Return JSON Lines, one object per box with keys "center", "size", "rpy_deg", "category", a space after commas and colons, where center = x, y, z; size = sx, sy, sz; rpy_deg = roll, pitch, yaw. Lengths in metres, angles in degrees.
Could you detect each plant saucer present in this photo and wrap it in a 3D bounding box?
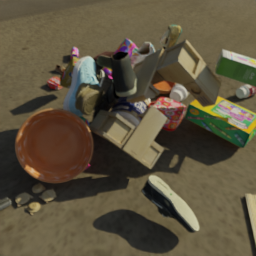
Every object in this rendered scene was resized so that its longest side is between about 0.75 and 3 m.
{"center": [-2.200, 0.531, 8.493], "size": [2.270, 2.270, 0.425], "rpy_deg": [-6, 9, -8], "category": "plant saucer"}
{"center": [1.303, -2.229, 13.476], "size": [2.028, 0.327, 2.028], "rpy_deg": [13, 35, -9], "category": "plant saucer"}

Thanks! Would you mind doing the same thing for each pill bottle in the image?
{"center": [5.524, -1.717, 12.967], "size": [0.996, 0.568, 0.568], "rpy_deg": [-19, 42, -23], "category": "pill bottle"}
{"center": [2.431, -1.694, 12.782], "size": [0.752, 0.752, 1.354], "rpy_deg": [21, 43, 25], "category": "pill bottle"}
{"center": [0.113, -0.658, 10.917], "size": [1.384, 1.384, 2.492], "rpy_deg": [10, 39, 12], "category": "pill bottle"}

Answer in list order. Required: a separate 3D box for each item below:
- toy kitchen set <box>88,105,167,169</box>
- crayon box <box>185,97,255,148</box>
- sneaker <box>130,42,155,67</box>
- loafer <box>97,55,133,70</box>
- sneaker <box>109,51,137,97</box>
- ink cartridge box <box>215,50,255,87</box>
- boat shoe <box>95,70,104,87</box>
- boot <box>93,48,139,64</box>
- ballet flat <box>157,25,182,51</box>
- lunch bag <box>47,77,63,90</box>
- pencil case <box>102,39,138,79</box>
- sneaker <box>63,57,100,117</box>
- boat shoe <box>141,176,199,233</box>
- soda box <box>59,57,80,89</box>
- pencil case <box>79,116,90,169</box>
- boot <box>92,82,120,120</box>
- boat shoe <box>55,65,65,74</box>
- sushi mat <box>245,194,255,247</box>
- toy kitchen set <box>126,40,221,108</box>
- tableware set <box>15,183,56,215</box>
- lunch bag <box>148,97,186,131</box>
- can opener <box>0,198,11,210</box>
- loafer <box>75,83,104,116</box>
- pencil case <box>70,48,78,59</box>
{"center": [0.114, 0.005, 9.139], "size": [1.597, 1.957, 1.766], "rpy_deg": [-56, 23, -7], "category": "toy kitchen set"}
{"center": [3.604, -0.382, 10.601], "size": [2.433, 0.709, 1.445], "rpy_deg": [32, 44, 27], "category": "crayon box"}
{"center": [0.215, -2.778, 12.491], "size": [0.976, 1.030, 2.551], "rpy_deg": [31, 68, 32], "category": "sneaker"}
{"center": [-0.453, -2.387, 10.504], "size": [1.443, 0.546, 0.493], "rpy_deg": [23, 18, 12], "category": "loafer"}
{"center": [-0.161, -1.960, 8.993], "size": [0.840, 1.193, 2.245], "rpy_deg": [-10, 28, -2], "category": "sneaker"}
{"center": [4.038, -1.902, 9.355], "size": [2.126, 0.630, 1.104], "rpy_deg": [21, 32, 7], "category": "ink cartridge box"}
{"center": [-1.345, -2.202, 12.570], "size": [0.366, 0.329, 1.034], "rpy_deg": [-11, 59, 30], "category": "boat shoe"}
{"center": [-0.282, -4.085, 15.654], "size": [2.369, 1.030, 2.847], "rpy_deg": [20, 43, 24], "category": "boot"}
{"center": [1.672, -3.528, 12.382], "size": [0.743, 2.102, 0.743], "rpy_deg": [14, 34, -9], "category": "ballet flat"}
{"center": [-3.568, -2.165, 13.772], "size": [0.817, 0.335, 0.720], "rpy_deg": [24, 49, 29], "category": "lunch bag"}
{"center": [-0.344, -2.845, 11.706], "size": [0.781, 0.781, 1.766], "rpy_deg": [38, 94, 39], "category": "pencil case"}
{"center": [-1.368, -1.509, 9.911], "size": [1.109, 1.001, 2.707], "rpy_deg": [-9, 56, 27], "category": "sneaker"}
{"center": [1.123, 2.130, 7.583], "size": [1.836, 0.621, 0.659], "rpy_deg": [43, 22, 23], "category": "boat shoe"}
{"center": [-2.531, -2.423, 12.425], "size": [0.499, 1.558, 0.528], "rpy_deg": [14, 55, -31], "category": "soda box"}
{"center": [-1.781, 0.469, 9.836], "size": [0.946, 0.946, 2.141], "rpy_deg": [-4, 38, -5], "category": "pencil case"}
{"center": [-0.734, -1.197, 10.481], "size": [0.673, 1.693, 1.944], "rpy_deg": [16, 44, -24], "category": "boot"}
{"center": [-3.571, -3.124, 14.980], "size": [0.922, 0.331, 0.349], "rpy_deg": [22, 43, 26], "category": "boat shoe"}
{"center": [3.916, 2.793, 7.484], "size": [1.169, 0.148, 2.444], "rpy_deg": [5, 38, 8], "category": "sushi mat"}
{"center": [1.406, -1.229, 9.942], "size": [2.536, 2.288, 2.069], "rpy_deg": [-12, 47, 49], "category": "toy kitchen set"}
{"center": [-2.770, 2.091, 8.411], "size": [0.905, 0.126, 1.084], "rpy_deg": [29, 47, 32], "category": "tableware set"}
{"center": [1.362, -0.591, 10.466], "size": [1.344, 0.625, 1.526], "rpy_deg": [23, 36, 16], "category": "lunch bag"}
{"center": [-3.865, 2.393, 7.938], "size": [0.292, 0.367, 1.096], "rpy_deg": [25, 31, 31], "category": "can opener"}
{"center": [-1.233, -0.893, 8.181], "size": [0.686, 0.773, 2.033], "rpy_deg": [22, 13, 0], "category": "loafer"}
{"center": [-3.128, -4.317, 16.417], "size": [0.491, 0.491, 1.110], "rpy_deg": [-6, 39, -8], "category": "pencil case"}
